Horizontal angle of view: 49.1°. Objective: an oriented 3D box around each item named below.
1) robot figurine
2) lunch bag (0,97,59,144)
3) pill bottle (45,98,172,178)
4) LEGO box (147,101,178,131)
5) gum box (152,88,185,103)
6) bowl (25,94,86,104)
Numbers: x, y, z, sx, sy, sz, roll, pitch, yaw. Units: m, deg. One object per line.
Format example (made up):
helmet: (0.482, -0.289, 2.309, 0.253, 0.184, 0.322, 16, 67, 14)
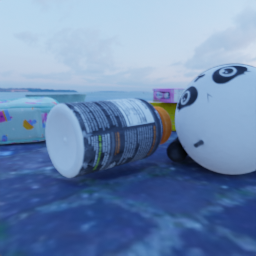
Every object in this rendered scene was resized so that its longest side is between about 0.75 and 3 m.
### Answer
robot figurine: (1.783, -0.284, 4.928, 1.744, 2.099, 2.794, 15, 16, 18)
lunch bag: (-3.157, -0.281, 7.576, 2.583, 0.996, 2.072, -4, 14, -17)
pill bottle: (-0.180, 0.072, 4.424, 1.971, 1.047, 1.047, -8, 11, -41)
LEGO box: (1.428, -0.488, 10.442, 2.544, 0.982, 1.895, 3, 7, 25)
gum box: (1.483, -1.094, 9.364, 0.793, 0.462, 1.397, 6, 10, 38)
bowl: (-2.965, -0.779, 11.627, 2.478, 1.296, 2.478, 0, 6, 0)
